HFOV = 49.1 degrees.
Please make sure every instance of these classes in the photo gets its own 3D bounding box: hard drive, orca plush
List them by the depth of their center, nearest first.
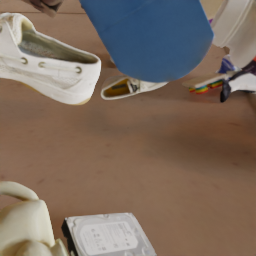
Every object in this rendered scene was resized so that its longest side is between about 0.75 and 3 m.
[{"bbox_3d":[-0.313,1.862,4.623,1.371,0.259,0.958,9,28,-35],"label":"hard drive"},{"bbox_3d":[3.955,-1.347,9.074,2.528,0.899,1.330,-26,89,-15],"label":"orca plush"}]

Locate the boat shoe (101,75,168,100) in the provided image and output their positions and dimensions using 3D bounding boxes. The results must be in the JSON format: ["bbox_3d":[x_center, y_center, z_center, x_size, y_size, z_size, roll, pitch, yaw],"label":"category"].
[{"bbox_3d":[0.175,-1.024,6.448,1.786,0.633,0.624,-10,31,18],"label":"boat shoe"}]

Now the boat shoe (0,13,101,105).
[{"bbox_3d":[-0.514,-0.381,1.245,0.824,0.286,0.292,17,44,-18],"label":"boat shoe"}]

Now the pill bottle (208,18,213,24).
[{"bbox_3d":[2.074,-3.270,7.217,2.832,1.593,1.593,-30,32,21],"label":"pill bottle"}]

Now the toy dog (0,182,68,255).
[{"bbox_3d":[-1.894,2.011,3.405,2.340,1.633,2.269,-25,87,-20],"label":"toy dog"}]

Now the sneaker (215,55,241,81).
[{"bbox_3d":[3.199,-1.797,9.242,0.596,0.852,1.475,57,19,16],"label":"sneaker"}]

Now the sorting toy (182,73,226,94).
[{"bbox_3d":[2.423,-1.399,8.936,1.050,0.368,1.057,-20,16,-4],"label":"sorting toy"}]

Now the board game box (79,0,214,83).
[{"bbox_3d":[0.111,-0.839,1.940,0.856,1.083,0.211,-12,25,47],"label":"board game box"}]

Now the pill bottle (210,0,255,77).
[{"bbox_3d":[2.726,-1.489,4.927,2.514,1.401,1.401,27,41,2],"label":"pill bottle"}]

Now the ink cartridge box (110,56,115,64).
[{"bbox_3d":[0.005,-2.969,10.817,1.184,0.856,0.860,-17,41,-21],"label":"ink cartridge box"}]

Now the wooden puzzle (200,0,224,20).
[{"bbox_3d":[1.938,-2.785,5.398,1.467,1.586,0.295,-20,70,7],"label":"wooden puzzle"}]

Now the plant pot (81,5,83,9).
[{"bbox_3d":[-0.332,-3.673,7.612,1.297,1.294,1.150,35,30,30],"label":"plant pot"}]

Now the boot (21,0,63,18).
[{"bbox_3d":[-2.382,-3.151,6.260,1.800,0.865,2.461,30,-6,-29],"label":"boot"}]
